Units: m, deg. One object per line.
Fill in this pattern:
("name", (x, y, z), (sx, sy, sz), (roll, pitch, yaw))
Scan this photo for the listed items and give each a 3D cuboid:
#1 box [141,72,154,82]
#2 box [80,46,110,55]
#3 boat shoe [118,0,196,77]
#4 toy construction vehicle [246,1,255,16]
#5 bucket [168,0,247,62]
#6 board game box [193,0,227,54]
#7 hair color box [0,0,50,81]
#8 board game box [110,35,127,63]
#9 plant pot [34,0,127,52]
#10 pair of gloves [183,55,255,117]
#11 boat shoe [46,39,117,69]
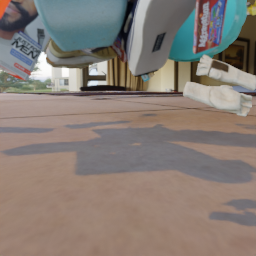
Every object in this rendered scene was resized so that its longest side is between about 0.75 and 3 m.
("box", (0.612, -1.721, 8.949), (0.187, 0.312, 0.759), (-26, 11, 24))
("box", (-0.402, -3.301, 7.283), (0.680, 2.734, 2.156), (30, -2, -23))
("boat shoe", (0.339, -2.255, 5.032), (1.113, 1.382, 2.980), (-20, -17, -21))
("toy construction vehicle", (3.271, -3.682, 8.356), (1.530, 1.332, 0.539), (4, 50, 31))
("bucket", (1.574, -2.856, 6.865), (2.532, 2.532, 1.647), (4, 21, 25))
("board game box", (1.291, -1.671, 4.438), (0.503, 0.977, 0.095), (-20, 51, -7))
("hair color box", (-2.199, -2.086, 5.771), (0.612, 1.914, 1.061), (20, -7, 41))
("board game box", (-0.309, -2.421, 7.960), (0.124, 0.655, 1.273), (-13, 40, -17))
("plant pot", (-0.880, -2.383, 5.106), (1.646, 1.681, 1.651), (-11, 36, -9))
("pair of gloves", (0.969, -0.452, 2.869), (0.664, 0.137, 0.781), (24, 48, 13))
("boat shoe", (-1.558, -2.517, 9.420), (2.549, 0.953, 0.872), (-10, -19, -39))
